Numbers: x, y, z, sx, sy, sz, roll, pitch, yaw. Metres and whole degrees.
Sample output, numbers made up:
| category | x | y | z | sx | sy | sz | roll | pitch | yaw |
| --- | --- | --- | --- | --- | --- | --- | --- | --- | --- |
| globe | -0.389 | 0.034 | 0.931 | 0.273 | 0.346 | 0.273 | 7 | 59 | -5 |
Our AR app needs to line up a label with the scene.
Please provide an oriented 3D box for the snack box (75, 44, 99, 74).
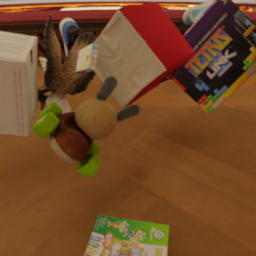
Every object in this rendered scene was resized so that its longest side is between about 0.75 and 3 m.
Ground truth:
| category | x | y | z | sx | sy | sz | roll | pitch | yaw |
| --- | --- | --- | --- | --- | --- | --- | --- | --- | --- |
| snack box | -0.943 | -1.542 | 6.340 | 0.173 | 0.542 | 0.932 | 10 | 1 | -27 |

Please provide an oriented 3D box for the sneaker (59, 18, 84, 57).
| category | x | y | z | sx | sy | sz | roll | pitch | yaw |
| --- | --- | --- | --- | --- | --- | --- | --- | --- | --- |
| sneaker | -1.710 | -2.645 | 9.803 | 0.805 | 2.096 | 1.166 | -26 | 54 | -13 |

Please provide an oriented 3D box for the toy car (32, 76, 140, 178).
| category | x | y | z | sx | sy | sz | roll | pitch | yaw |
| --- | --- | --- | --- | --- | --- | --- | --- | --- | --- |
| toy car | -0.847 | -0.210 | 6.723 | 2.105 | 1.729 | 1.661 | -40 | 21 | 7 |

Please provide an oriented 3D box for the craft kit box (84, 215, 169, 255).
| category | x | y | z | sx | sy | sz | roll | pitch | yaw |
| --- | --- | --- | --- | --- | --- | --- | --- | --- | --- |
| craft kit box | -0.046 | 2.812 | 6.091 | 1.768 | 0.434 | 1.790 | 7 | 32 | 7 |

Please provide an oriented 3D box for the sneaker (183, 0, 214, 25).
| category | x | y | z | sx | sy | sz | roll | pitch | yaw |
| --- | --- | --- | --- | --- | --- | --- | --- | --- | --- |
| sneaker | 2.622 | -3.831 | 10.256 | 0.732 | 1.201 | 1.840 | 14 | -6 | -30 |

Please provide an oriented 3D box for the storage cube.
| category | x | y | z | sx | sy | sz | roll | pitch | yaw |
| --- | --- | --- | --- | --- | --- | --- | --- | --- | --- |
| storage cube | 0.287 | -1.995 | 7.577 | 2.119 | 1.811 | 1.905 | 52 | 41 | -1 |

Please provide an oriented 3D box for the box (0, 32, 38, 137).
| category | x | y | z | sx | sy | sz | roll | pitch | yaw |
| --- | --- | --- | --- | --- | --- | --- | --- | --- | --- |
| box | -3.457 | -1.127 | 6.904 | 2.218 | 2.207 | 1.450 | 7 | 39 | -10 |

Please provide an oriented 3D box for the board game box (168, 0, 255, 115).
| category | x | y | z | sx | sy | sz | roll | pitch | yaw |
| --- | --- | --- | --- | --- | --- | --- | --- | --- | --- |
| board game box | 2.852 | -2.343 | 9.258 | 2.470 | 2.988 | 0.847 | 40 | 17 | -7 |

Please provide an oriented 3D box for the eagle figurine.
| category | x | y | z | sx | sy | sz | roll | pitch | yaw |
| --- | --- | --- | --- | --- | --- | --- | --- | --- | --- |
| eagle figurine | -1.949 | -1.680 | 8.027 | 1.855 | 2.458 | 1.865 | 34 | 22 | -11 |
